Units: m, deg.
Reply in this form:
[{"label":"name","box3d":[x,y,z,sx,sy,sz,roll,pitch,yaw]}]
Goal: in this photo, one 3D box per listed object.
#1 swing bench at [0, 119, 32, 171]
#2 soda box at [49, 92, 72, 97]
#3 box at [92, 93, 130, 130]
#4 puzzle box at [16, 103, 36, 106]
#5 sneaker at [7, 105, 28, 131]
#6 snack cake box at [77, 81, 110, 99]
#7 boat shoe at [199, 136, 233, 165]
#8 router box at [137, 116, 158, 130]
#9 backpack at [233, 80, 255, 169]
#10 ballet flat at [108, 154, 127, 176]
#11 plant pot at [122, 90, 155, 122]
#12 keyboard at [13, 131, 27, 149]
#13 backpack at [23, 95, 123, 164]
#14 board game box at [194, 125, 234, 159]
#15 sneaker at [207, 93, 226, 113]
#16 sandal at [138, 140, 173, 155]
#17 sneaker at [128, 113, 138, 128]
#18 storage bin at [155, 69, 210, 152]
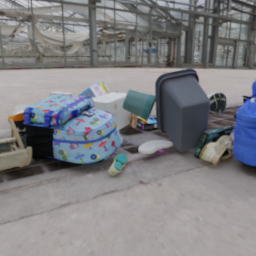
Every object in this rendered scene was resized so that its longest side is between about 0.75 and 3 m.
[{"label":"swing bench","box3d":[-3.332,0.609,6.929,1.381,0.901,1.389,-12,42,-39]},{"label":"soda box","box3d":[-4.026,-1.863,16.713,1.414,0.482,0.450,8,18,26]},{"label":"box","box3d":[-0.662,-0.593,10.686,0.951,1.214,1.951,8,18,25]},{"label":"puzzle box","box3d":[-4.228,-0.859,13.426,1.586,0.303,2.384,-13,20,-37]},{"label":"sneaker","box3d":[-4.147,-0.470,10.753,0.951,0.783,2.068,22,8,5]},{"label":"snack cake box","box3d":[-1.733,-1.198,12.324,1.504,0.878,2.615,-32,10,12]},{"label":"boat shoe","box3d":[2.562,0.636,7.638,0.542,0.602,1.668,36,29,31]},{"label":"router box","box3d":[0.773,-0.205,11.085,0.854,0.292,1.145,-5,16,-16]},{"label":"backpack","box3d":[3.848,-0.161,7.171,2.328,2.404,2.865,1,17,32]},{"label":"ballet flat","box3d":[-0.264,0.931,6.977,0.328,0.328,0.944,4,14,14]},{"label":"plant pot","box3d":[0.369,-0.828,9.587,0.949,0.969,0.969,22,19,7]},{"label":"keyboard","box3d":[-3.008,0.170,9.839,1.633,0.265,2.569,8,17,27]},{"label":"backpack","box3d":[-1.353,0.033,7.569,2.284,1.536,2.085,8,24,25]},{"label":"board game box","box3d":[2.455,0.377,7.980,1.242,0.840,0.175,-12,39,-38]},{"label":"sneaker","box3d":[3.582,-1.199,13.435,2.582,1.002,1.114,-8,14,-26]},{"label":"sandal","box3d":[0.761,0.604,8.039,0.585,0.353,1.437,15,15,39]},{"label":"sneaker","box3d":[0.185,-0.449,10.939,0.340,0.868,0.335,10,0,-42]},{"label":"storage bin","box3d":[1.709,-0.409,8.025,1.511,2.077,1.395,-12,40,-7]}]
